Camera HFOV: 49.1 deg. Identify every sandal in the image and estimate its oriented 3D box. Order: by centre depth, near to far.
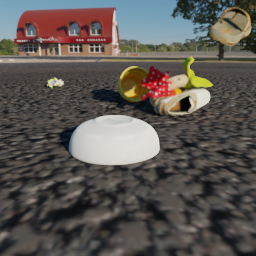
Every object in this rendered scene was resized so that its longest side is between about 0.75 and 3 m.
[{"bbox_3d":[2.407,-2.440,6.456,0.852,0.573,2.122,26,39,17],"label":"sandal"}]

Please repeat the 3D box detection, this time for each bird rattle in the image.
[{"bbox_3d":[1.459,-1.211,9.210,2.399,1.956,1.351,-28,69,-20],"label":"bird rattle"}]

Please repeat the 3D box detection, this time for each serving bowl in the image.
[{"bbox_3d":[-0.289,0.124,5.911,1.917,0.631,1.917,0,15,0],"label":"serving bowl"}]

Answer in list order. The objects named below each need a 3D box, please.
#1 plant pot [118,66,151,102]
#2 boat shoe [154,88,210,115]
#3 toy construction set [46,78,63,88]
[{"bbox_3d":[0.190,-1.690,11.318,1.348,1.348,1.268,-3,0,-12],"label":"plant pot"},{"bbox_3d":[1.883,-0.767,8.967,2.068,0.773,0.707,-18,24,-22],"label":"boat shoe"},{"bbox_3d":[-4.009,-2.484,15.269,0.756,0.531,1.153,-22,5,9],"label":"toy construction set"}]
